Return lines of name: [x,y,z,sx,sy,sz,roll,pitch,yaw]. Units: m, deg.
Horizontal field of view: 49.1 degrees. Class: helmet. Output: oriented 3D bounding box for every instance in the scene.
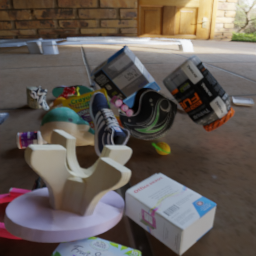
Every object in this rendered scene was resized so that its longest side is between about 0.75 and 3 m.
helmet: [0.727,-0.468,10.570,1.999,1.906,1.999,29,7,-4]

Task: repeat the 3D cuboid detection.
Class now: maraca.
maraca: [1.124,0.689,9.571,0.780,0.417,0.534,16,16,-42]

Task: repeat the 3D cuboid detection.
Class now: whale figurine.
whale figurine: [-1.854,0.002,9.602,2.240,1.162,1.782,14,-26,-36]

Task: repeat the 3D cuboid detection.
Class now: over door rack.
over door rack: [0.524,-1.089,12.849,1.700,0.566,1.256,-4,39,26]

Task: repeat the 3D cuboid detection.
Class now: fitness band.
fitness band: [-2.683,2.012,6.705,1.864,0.349,1.339,6,24,10]

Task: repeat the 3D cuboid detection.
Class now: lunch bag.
lunch bag: [-4.786,-1.539,14.277,0.656,0.916,1.116,-8,24,-31]

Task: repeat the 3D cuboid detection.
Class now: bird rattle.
bird rattle: [-3.072,-1.316,13.576,1.905,1.316,2.336,-33,34,-26]

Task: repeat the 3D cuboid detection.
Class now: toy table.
toy table: [-1.100,1.186,6.112,2.581,1.644,2.808,20,12,32]

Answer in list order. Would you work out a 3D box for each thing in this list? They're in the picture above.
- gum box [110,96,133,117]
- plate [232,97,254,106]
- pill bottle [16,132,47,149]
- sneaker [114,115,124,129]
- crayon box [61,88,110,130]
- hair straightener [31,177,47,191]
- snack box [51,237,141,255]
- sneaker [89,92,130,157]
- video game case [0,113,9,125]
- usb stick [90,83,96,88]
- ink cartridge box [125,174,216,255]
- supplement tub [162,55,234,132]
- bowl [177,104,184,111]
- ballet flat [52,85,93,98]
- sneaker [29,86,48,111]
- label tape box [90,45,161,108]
gum box: [-0.204,-0.716,9.559,0.264,0.799,0.453,-50,29,-4]
plate: [6.100,-1.403,14.920,1.023,0.165,1.021,6,23,14]
pill bottle: [-3.492,0.426,10.168,1.001,0.563,0.563,-6,24,-13]
sneaker: [-0.733,-0.233,11.362,2.216,0.855,0.809,-5,23,-16]
crayon box: [-1.488,-0.533,10.576,1.701,1.468,0.496,-17,-10,0]
hair straightener: [-2.207,1.741,6.947,0.533,0.284,1.386,2,42,10]
snack box: [-0.683,2.626,5.235,1.575,0.417,1.120,9,25,20]
sneaker: [-0.617,-0.200,9.106,0.778,2.221,1.205,0,-11,-38]
video game case: [-6.303,-0.151,11.965,1.626,0.216,2.276,-1,24,-2]
usb stick: [-2.268,-2.787,18.168,0.236,0.139,0.850,1,24,2]
ink cartridge box: [0.935,1.895,6.536,1.246,0.730,1.724,-19,31,-38]
supplement tub: [2.580,-1.218,10.218,1.567,2.558,1.567,-39,2,2]
bowl: [3.100,-1.159,14.085,1.055,0.394,1.053,-17,28,-31]
ballet flat: [-2.892,-1.933,15.383,2.486,0.894,0.894,5,24,10]
sneaker: [-2.853,-1.031,9.466,0.560,0.860,0.343,-42,28,-8]
label tape box: [-0.032,-1.864,11.660,1.799,2.495,0.790,-32,28,24]
